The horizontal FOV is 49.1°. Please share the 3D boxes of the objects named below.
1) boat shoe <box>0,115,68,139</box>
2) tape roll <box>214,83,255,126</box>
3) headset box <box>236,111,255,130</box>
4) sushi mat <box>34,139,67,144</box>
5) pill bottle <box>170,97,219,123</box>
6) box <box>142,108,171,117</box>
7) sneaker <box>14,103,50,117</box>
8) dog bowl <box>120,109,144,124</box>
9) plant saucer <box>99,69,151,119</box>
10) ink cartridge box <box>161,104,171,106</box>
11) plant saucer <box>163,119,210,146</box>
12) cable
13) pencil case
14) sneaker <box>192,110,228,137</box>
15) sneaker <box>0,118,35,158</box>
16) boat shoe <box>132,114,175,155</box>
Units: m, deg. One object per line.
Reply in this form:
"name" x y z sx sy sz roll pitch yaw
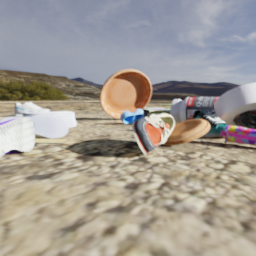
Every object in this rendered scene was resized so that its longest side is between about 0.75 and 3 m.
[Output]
"boat shoe" -2.642 -0.025 7.817 1.874 0.690 0.613 7 -10 -30
"tape roll" 3.753 -0.611 8.892 1.924 0.673 1.924 -5 -26 -2
"headset box" 3.798 -0.150 8.605 0.387 0.745 1.001 -5 9 -39
"sushi mat" -2.079 0.350 7.370 0.899 0.054 0.430 1 7 3
"pill bottle" 2.712 -0.611 10.710 1.980 1.147 1.147 3 8 28
"box" 1.528 -0.760 14.624 1.490 0.470 2.707 -1 7 -8
"sneaker" -5.166 -0.959 14.991 1.948 0.787 0.745 1 6 4
"dog bowl" 0.191 -0.438 11.464 1.030 0.574 0.255 -10 46 -18
"plant saucer" -0.137 -1.571 12.917 2.500 2.500 0.468 -3 34 -22
"ink cartridge box" 2.900 -0.714 12.814 1.429 0.816 2.752 7 10 44
"plant saucer" 1.419 0.070 7.119 1.285 0.207 1.285 -21 13 5
"cable" -2.643 -0.252 9.431 1.746 0.604 1.745 -4 4 -31
"pencil case" 2.837 0.215 6.752 0.481 0.481 1.089 -6 11 -42
"sneaker" 2.471 -0.156 8.526 0.680 0.761 1.904 -3 8 -18
"sneaker" -2.783 0.210 5.636 1.080 0.755 2.171 1 7 13
"boat shoe" 0.622 0.050 6.282 0.652 0.742 2.084 -20 2 17
